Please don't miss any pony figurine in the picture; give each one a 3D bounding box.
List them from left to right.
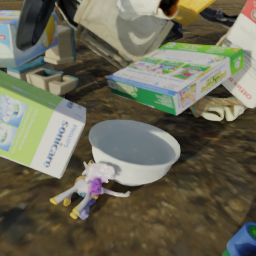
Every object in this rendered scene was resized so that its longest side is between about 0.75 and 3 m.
[{"bbox_3d":[-0.770,1.246,5.869,1.273,1.098,1.319,11,47,34],"label":"pony figurine"}]

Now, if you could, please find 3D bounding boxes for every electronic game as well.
[{"bbox_3d":[-1.322,-1.834,4.145,0.307,1.475,1.475,23,28,-15],"label":"electronic game"}]

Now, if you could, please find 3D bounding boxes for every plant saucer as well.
[{"bbox_3d":[-3.878,-2.876,10.071,2.364,0.407,2.364,-5,45,4],"label":"plant saucer"}]

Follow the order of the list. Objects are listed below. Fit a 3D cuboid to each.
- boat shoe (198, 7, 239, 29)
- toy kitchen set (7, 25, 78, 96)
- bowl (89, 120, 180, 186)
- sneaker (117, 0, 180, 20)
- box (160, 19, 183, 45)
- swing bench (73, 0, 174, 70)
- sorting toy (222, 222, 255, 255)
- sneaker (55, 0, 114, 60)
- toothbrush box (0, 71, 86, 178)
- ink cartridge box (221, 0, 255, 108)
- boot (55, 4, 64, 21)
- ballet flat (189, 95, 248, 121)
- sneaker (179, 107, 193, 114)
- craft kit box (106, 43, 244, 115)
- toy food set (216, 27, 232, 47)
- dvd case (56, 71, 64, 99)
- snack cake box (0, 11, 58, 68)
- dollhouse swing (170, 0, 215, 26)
[{"bbox_3d":[2.980,-3.692,9.124,1.543,0.484,0.560,16,59,-13],"label":"boat shoe"},{"bbox_3d":[-3.056,-2.760,10.544,2.981,2.388,1.756,20,37,28],"label":"toy kitchen set"},{"bbox_3d":[0.076,0.665,6.515,2.118,0.952,2.118,10,25,-5],"label":"bowl"},{"bbox_3d":[0.386,-2.200,5.009,0.679,0.789,1.864,-23,8,-25],"label":"sneaker"},{"bbox_3d":[1.184,-4.058,9.940,0.967,1.619,1.646,-10,-5,27],"label":"box"},{"bbox_3d":[-0.238,-2.519,7.303,2.025,1.321,2.036,34,-4,-9],"label":"swing bench"},{"bbox_3d":[2.080,2.277,4.289,2.271,0.932,1.364,-7,45,-35],"label":"sorting toy"},{"bbox_3d":[-1.282,-3.129,8.825,2.630,0.995,1.153,44,20,-11],"label":"sneaker"},{"bbox_3d":[-1.927,-0.266,4.634,2.293,0.987,1.669,23,7,-13],"label":"toothbrush box"},{"bbox_3d":[2.915,-1.662,6.118,0.827,1.994,1.464,-22,61,-30],"label":"ink cartridge box"},{"bbox_3d":[-2.310,-4.011,9.673,0.306,0.820,0.397,-39,59,-18],"label":"boot"},{"bbox_3d":[3.041,-0.581,9.038,2.352,0.829,0.768,-1,65,-16],"label":"ballet flat"},{"bbox_3d":[1.902,-0.661,9.447,1.131,0.400,0.552,22,44,26],"label":"sneaker"},{"bbox_3d":[0.902,-1.132,5.711,1.963,0.482,1.988,-36,36,-22],"label":"craft kit box"},{"bbox_3d":[3.262,-2.680,7.286,2.470,1.705,0.496,-8,57,-42],"label":"toy food set"},{"bbox_3d":[-3.685,-1.653,11.242,2.163,0.232,2.909,-6,31,-10],"label":"dvd case"},{"bbox_3d":[-2.729,-2.111,6.384,1.462,0.854,2.542,5,27,4],"label":"snack cake box"},{"bbox_3d":[1.529,-3.682,7.520,1.175,1.137,1.293,5,59,-37],"label":"dollhouse swing"}]
